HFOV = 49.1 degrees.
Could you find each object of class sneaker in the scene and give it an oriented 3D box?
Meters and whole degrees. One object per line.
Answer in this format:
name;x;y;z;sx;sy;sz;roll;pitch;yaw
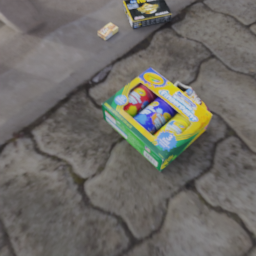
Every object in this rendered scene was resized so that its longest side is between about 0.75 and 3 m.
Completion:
sneaker;2.180;-0.983;9.764;1.585;0.714;0.594;36;66;19

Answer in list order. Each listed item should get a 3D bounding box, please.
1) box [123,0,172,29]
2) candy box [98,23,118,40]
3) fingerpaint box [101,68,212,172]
box;0.829;-5.157;12.347;1.813;0.447;1.447;-14;59;-8
candy box;-0.854;-4.081;11.846;0.451;0.216;0.782;38;67;20
fingerpaint box;0.894;-0.370;9.240;2.303;1.012;2.760;-39;67;-20
